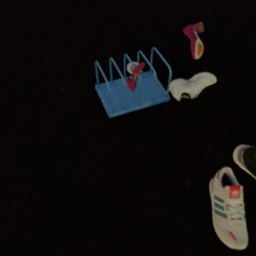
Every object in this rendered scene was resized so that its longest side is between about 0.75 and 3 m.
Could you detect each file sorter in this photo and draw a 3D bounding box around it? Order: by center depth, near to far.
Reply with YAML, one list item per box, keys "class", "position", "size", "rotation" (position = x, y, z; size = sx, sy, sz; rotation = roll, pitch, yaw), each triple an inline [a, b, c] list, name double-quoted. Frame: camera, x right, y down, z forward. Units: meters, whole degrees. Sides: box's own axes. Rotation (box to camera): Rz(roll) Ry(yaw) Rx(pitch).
- class: "file sorter"
  position: [0.164, -2.090, 12.212]
  size: [2.895, 1.776, 2.009]
  rotation: [-17, 52, -13]

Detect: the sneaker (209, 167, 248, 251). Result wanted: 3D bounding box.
- class: "sneaker"
  position: [3.201, 2.434, 8.849]
  size: [0.904, 1.200, 2.567]
  rotation: [1, 50, 0]

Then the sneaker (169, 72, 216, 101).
- class: "sneaker"
  position: [2.979, -1.808, 12.725]
  size: [2.268, 0.845, 0.988]
  rotation: [-18, 63, -5]

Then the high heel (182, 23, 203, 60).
- class: "high heel"
  position: [2.186, -2.981, 9.782]
  size: [0.750, 0.526, 1.563]
  rotation: [-8, 66, 38]

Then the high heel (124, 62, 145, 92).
- class: "high heel"
  position: [0.323, -1.681, 9.221]
  size: [0.496, 1.031, 0.348]
  rotation: [52, 42, 8]

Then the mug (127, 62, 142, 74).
- class: "mug"
  position: [0.327, -2.874, 13.642]
  size: [0.779, 0.575, 0.683]
  rotation: [21, 10, -23]

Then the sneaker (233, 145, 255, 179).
- class: "sneaker"
  position: [3.528, 1.152, 6.714]
  size: [2.116, 0.926, 0.781]
  rotation: [40, 92, 14]
